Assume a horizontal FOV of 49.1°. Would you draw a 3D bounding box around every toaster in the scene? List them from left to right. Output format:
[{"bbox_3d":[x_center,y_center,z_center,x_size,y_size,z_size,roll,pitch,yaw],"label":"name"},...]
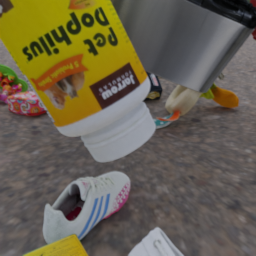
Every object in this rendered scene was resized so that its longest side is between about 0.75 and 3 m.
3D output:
[{"bbox_3d":[0.835,-2.070,5.013,2.382,1.563,2.634,21,40,-6],"label":"toaster"}]

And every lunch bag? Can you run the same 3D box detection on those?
[{"bbox_3d":[-3.234,-0.888,9.530,1.433,0.587,1.262,12,27,29],"label":"lunch bag"}]

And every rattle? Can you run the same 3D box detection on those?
[{"bbox_3d":[2.144,-0.481,8.867,1.952,2.142,2.998,-20,28,38],"label":"rattle"}]

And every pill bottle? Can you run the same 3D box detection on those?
[{"bbox_3d":[-0.685,-0.941,3.886,1.510,2.765,1.510,-26,17,9],"label":"pill bottle"}]

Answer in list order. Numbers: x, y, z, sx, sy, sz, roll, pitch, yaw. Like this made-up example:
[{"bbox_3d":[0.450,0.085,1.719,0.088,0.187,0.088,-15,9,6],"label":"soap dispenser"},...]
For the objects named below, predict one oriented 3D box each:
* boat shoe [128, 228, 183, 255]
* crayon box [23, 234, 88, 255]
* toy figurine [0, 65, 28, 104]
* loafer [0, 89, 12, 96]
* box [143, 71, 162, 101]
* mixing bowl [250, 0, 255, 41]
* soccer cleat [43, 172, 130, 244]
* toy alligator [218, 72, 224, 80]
[{"bbox_3d":[0.963,1.950,2.438,2.972,1.093,0.971,28,75,44],"label":"boat shoe"},{"bbox_3d":[-1.342,2.212,2.583,2.572,0.749,1.528,-15,29,-29],"label":"crayon box"},{"bbox_3d":[-4.681,-1.364,10.387,1.583,1.188,1.457,27,40,-23],"label":"toy figurine"},{"bbox_3d":[-4.981,-1.341,10.864,0.984,0.372,0.336,10,23,-1],"label":"loafer"},{"bbox_3d":[-0.045,-2.138,10.920,2.107,0.610,2.651,-5,54,-13],"label":"box"},{"bbox_3d":[3.191,-2.050,5.290,2.288,1.239,2.288,19,29,-11],"label":"mixing bowl"},{"bbox_3d":[-0.572,1.143,4.750,0.730,0.902,2.089,13,27,26],"label":"soccer cleat"},{"bbox_3d":[2.091,-1.803,6.954,0.435,1.809,0.600,-28,42,-2],"label":"toy alligator"}]
